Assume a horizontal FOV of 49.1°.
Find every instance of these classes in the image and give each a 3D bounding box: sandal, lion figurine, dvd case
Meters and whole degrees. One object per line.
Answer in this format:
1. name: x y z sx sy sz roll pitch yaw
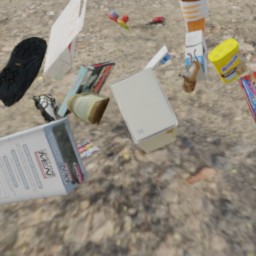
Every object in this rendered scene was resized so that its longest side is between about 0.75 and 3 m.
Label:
1. sandal: 2.601 -4.163 10.532 0.963 2.514 0.720 -19 48 9
2. lion figurine: 1.739 -1.502 7.586 0.671 1.096 0.397 19 11 -42
3. dvd case: -0.925 -0.979 6.634 0.189 1.252 1.715 35 25 3

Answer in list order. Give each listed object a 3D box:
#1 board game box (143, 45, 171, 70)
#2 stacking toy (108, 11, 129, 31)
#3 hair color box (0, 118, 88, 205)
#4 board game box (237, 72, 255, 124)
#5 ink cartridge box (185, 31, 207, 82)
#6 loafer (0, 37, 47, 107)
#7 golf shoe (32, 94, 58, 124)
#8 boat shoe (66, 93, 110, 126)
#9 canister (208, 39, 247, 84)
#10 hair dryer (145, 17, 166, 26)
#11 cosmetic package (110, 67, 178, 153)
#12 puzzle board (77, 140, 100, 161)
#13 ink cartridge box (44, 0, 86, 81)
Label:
1. board game box: 0.557 -1.545 7.787 0.208 1.604 1.604 40 20 -11
2. stacking toy: -0.260 -4.113 10.637 0.903 0.381 0.817 36 11 22
3. hair color box: -2.301 0.796 5.910 2.674 1.324 0.811 -14 8 27
4. board game box: 2.972 -0.639 6.205 0.643 1.249 0.121 -23 -1 14
5. ink cartridge box: 2.174 -2.260 8.891 0.537 0.930 1.282 -5 64 24
6. loafer: -3.053 -1.696 8.118 0.863 0.892 2.541 18 53 -5
7. golf shoe: -3.050 -0.834 10.844 0.878 0.722 1.857 -22 47 -23
8. boat shoe: -0.826 -0.475 6.121 0.625 0.731 1.995 23 -1 -1
9. canister: 2.614 -1.703 7.294 0.749 1.008 0.436 -37 45 13
10. hair dryer: 0.883 -3.440 8.985 0.654 0.233 0.859 3 27 4
11. cosmetic package: 0.455 -0.243 6.310 0.887 2.495 1.312 -24 80 4
12. puzzle board: -1.203 0.605 7.150 0.795 0.069 0.599 -31 40 -27
13. ink cartridge box: -1.872 -3.233 9.422 0.708 2.828 2.275 21 59 -35
